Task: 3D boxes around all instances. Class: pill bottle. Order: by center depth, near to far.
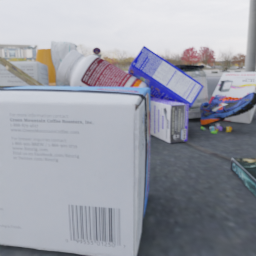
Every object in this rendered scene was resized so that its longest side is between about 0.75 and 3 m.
[{"bbox_3d":[-0.833,-1.357,8.852,2.581,1.458,1.458,30,16,2],"label":"pill bottle"}]

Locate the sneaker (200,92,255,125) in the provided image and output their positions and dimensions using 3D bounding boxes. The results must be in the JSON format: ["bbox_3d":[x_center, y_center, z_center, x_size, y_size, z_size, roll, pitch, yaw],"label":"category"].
[{"bbox_3d":[3.245,-0.756,9.443,0.858,0.893,2.276,-11,-8,-38],"label":"sneaker"}]

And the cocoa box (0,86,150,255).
[{"bbox_3d":[-1.122,0.371,4.039,2.820,1.881,1.851,2,13,9],"label":"cocoa box"}]

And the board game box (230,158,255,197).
[{"bbox_3d":[2.900,1.012,4.814,1.526,0.318,2.255,0,13,0],"label":"board game box"}]

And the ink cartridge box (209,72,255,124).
[{"bbox_3d":[4.354,-1.280,11.328,1.581,0.917,2.142,7,51,35],"label":"ink cartridge box"}]

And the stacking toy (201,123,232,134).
[{"bbox_3d":[2.959,0.020,9.449,0.829,0.195,0.625,-6,14,-22],"label":"stacking toy"}]

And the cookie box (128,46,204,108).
[{"bbox_3d":[1.121,-1.489,9.331,2.254,0.847,1.928,34,-6,-2],"label":"cookie box"}]

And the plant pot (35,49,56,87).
[{"bbox_3d":[-3.368,-2.544,13.044,2.383,2.182,2.383,-1,14,0],"label":"plant pot"}]

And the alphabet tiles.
[{"bbox_3d":[-2.613,-1.237,7.927,2.971,0.094,2.472,36,0,-33],"label":"alphabet tiles"}]

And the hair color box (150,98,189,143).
[{"bbox_3d":[1.056,-0.308,8.790,0.656,1.107,2.026,-5,14,-21],"label":"hair color box"}]

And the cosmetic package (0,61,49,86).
[{"bbox_3d":[-3.863,-1.190,10.000,1.793,2.174,1.792,-2,9,-5],"label":"cosmetic package"}]

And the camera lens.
[{"bbox_3d":[2.445,-1.389,11.397,1.527,1.909,1.527,-5,6,1],"label":"camera lens"}]

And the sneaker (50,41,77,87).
[{"bbox_3d":[-2.376,-2.109,11.080,1.052,2.625,0.923,-6,34,-9],"label":"sneaker"}]

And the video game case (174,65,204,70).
[{"bbox_3d":[2.321,-2.520,11.732,1.161,0.164,1.285,-4,9,-20],"label":"video game case"}]
